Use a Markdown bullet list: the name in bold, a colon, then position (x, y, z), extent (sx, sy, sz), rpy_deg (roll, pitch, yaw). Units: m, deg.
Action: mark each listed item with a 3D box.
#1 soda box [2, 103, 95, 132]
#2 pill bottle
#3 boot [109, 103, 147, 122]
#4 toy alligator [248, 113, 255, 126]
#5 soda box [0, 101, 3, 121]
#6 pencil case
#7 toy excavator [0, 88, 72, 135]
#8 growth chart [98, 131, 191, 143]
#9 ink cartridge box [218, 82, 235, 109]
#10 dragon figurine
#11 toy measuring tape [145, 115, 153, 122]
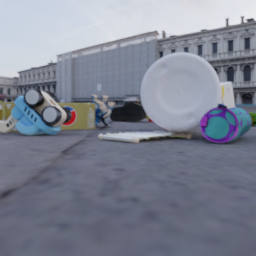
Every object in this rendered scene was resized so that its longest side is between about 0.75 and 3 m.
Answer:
- **soda box**: position (-2.358, -0.350, 8.498), extent (2.623, 0.839, 0.888), rpy_deg (-1, 5, -27)
- **pill bottle**: position (1.226, -0.693, 6.955), extent (1.618, 1.618, 2.855), rpy_deg (1, -1, 8)
- **boot**: position (0.496, -0.776, 15.125), extent (1.816, 1.017, 2.626), rpy_deg (4, 1, -42)
- **toy alligator**: position (4.843, -0.322, 10.621), extent (0.723, 0.524, 2.182), rpy_deg (-2, 4, -16)
- **soda box**: position (-6.010, -0.529, 10.007), extent (0.955, 1.010, 2.983), rpy_deg (2, 3, 25)
- **pencil case**: position (1.988, -0.100, 5.615), extent (0.752, 0.692, 1.627), rpy_deg (28, 16, 27)
- **toy excavator**: position (-2.607, -0.235, 6.860), extent (1.763, 1.813, 0.906), rpy_deg (45, 7, 4)
- **growth chart**: position (0.329, 0.162, 5.865), extent (1.674, 0.148, 1.211), rpy_deg (-3, 4, -39)
- **ink cartridge box**: position (3.525, -1.096, 12.333), extent (1.999, 1.446, 1.472), rpy_deg (-22, 16, -39)
- **dragon figurine**: position (-0.985, -0.397, 9.930), extent (0.753, 1.273, 2.560), rpy_deg (0, 22, -24)
- **toy measuring tape**: position (1.152, -0.741, 15.051), extent (0.918, 0.918, 2.495), rpy_deg (-1, 4, -16)
